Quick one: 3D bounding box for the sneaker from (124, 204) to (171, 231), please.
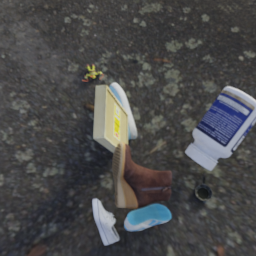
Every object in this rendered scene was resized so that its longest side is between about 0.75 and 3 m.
[{"bbox_3d":[0.626,2.909,9.024,1.618,0.654,0.619,-1,49,-24],"label":"sneaker"}]

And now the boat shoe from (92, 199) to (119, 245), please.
[{"bbox_3d":[-0.706,2.972,9.001,0.578,1.770,0.651,-14,27,-1],"label":"boat shoe"}]

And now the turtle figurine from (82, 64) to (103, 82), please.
[{"bbox_3d":[-1.668,-2.485,12.592,1.002,0.323,0.808,-17,64,-9],"label":"turtle figurine"}]

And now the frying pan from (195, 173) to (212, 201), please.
[{"bbox_3d":[2.681,2.184,10.242,0.622,0.167,1.028,-12,61,-7],"label":"frying pan"}]

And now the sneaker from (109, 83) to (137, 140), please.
[{"bbox_3d":[-0.515,-0.667,11.283,1.080,0.974,2.636,-14,62,-11],"label":"sneaker"}]

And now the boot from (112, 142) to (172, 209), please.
[{"bbox_3d":[0.491,1.476,9.056,1.893,0.824,2.276,-5,105,-19],"label":"boot"}]

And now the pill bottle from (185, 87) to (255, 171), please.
[{"bbox_3d":[3.244,0.076,9.806,1.524,1.524,2.744,37,98,17],"label":"pill bottle"}]

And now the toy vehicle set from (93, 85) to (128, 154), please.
[{"bbox_3d":[-0.493,-0.106,9.287,0.350,2.643,1.642,-3,72,14],"label":"toy vehicle set"}]
